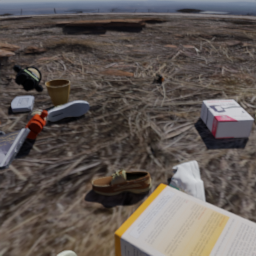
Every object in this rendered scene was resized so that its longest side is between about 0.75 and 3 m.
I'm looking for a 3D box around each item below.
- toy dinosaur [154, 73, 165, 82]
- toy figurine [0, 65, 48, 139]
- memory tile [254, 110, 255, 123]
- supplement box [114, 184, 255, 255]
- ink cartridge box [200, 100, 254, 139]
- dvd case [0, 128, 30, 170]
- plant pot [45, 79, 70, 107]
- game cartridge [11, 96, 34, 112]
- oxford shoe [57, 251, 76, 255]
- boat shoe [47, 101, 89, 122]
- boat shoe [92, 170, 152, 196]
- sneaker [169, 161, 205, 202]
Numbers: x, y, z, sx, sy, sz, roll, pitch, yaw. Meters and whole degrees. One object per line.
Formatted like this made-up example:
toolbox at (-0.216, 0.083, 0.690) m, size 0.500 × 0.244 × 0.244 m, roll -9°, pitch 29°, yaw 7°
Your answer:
toy dinosaur at (1.739, -2.683, 15.079) m, size 0.592 × 0.446 × 0.873 m, roll 13°, pitch 5°, yaw -10°
toy figurine at (-4.055, -0.841, 9.537) m, size 2.475 × 2.514 × 1.749 m, roll -7°, pitch 20°, yaw -8°
memory tile at (5.817, -0.326, 10.988) m, size 1.598 × 0.134 × 1.225 m, roll 9°, pitch 30°, yaw 15°
supplement box at (1.360, 2.350, 5.099) m, size 2.796 × 1.028 × 1.762 m, roll 19°, pitch 34°, yaw 32°
ink cartridge box at (3.595, -0.373, 10.424) m, size 1.280 × 0.746 × 1.768 m, roll -2°, pitch 29°, yaw -4°
dvd case at (-2.546, 0.482, 5.249) m, size 1.290 × 0.103 × 0.959 m, roll -14°, pitch 38°, yaw 21°
plant pot at (-2.959, -1.422, 11.999) m, size 1.013 × 1.087 × 1.013 m, roll 1°, pitch 29°, yaw 0°
game cartridge at (-4.602, -1.038, 12.196) m, size 0.869 × 0.264 × 1.303 m, roll -2°, pitch 28°, yaw -11°
oxford shoe at (-1.573, 2.821, 4.716) m, size 0.551 × 0.717 × 1.907 m, roll -11°, pitch 18°, yaw 37°
boat shoe at (-2.447, -0.748, 11.269) m, size 1.759 × 0.633 × 0.546 m, roll -15°, pitch 31°, yaw -21°
boat shoe at (-0.165, 1.372, 7.383) m, size 1.581 × 0.584 × 0.598 m, roll -2°, pitch 29°, yaw -4°
sneaker at (1.477, 1.531, 7.149) m, size 0.843 × 0.717 × 1.904 m, roll -7°, pitch 20°, yaw 7°
